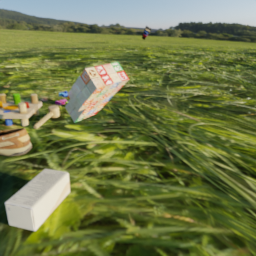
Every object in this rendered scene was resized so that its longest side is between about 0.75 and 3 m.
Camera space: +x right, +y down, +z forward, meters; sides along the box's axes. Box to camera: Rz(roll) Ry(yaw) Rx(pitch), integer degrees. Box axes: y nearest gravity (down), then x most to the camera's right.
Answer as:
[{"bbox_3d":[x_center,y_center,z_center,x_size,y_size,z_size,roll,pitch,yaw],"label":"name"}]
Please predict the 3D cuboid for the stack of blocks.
[{"bbox_3d":[-1.014,-0.903,7.659,1.140,0.580,1.979,-25,-10,-42],"label":"stack of blocks"}]

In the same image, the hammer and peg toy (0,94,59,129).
[{"bbox_3d":[-4.336,-0.753,11.460,2.722,0.960,2.002,1,21,2],"label":"hammer and peg toy"}]

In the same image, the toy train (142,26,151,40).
[{"bbox_3d":[0.720,-3.879,11.518,0.251,0.338,1.474,30,5,-5],"label":"toy train"}]

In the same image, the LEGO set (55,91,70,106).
[{"bbox_3d":[-2.693,-1.404,13.576,1.739,0.663,0.714,15,26,32],"label":"LEGO set"}]

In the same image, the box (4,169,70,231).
[{"bbox_3d":[-1.927,1.521,6.162,0.689,0.564,1.450,7,22,17],"label":"box"}]

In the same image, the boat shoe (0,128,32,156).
[{"bbox_3d":[-4.252,0.370,8.683,2.387,0.881,0.903,-4,22,-9],"label":"boat shoe"}]
